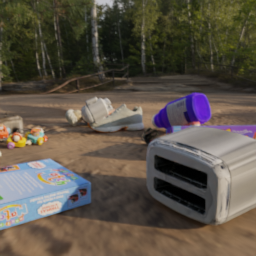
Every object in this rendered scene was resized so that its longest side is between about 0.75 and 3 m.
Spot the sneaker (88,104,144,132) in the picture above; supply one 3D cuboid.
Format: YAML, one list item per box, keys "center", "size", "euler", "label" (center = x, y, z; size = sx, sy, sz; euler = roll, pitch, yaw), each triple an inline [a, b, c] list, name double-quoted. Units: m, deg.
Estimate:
- center: [-0.469, -0.397, 10.764]
  size: [2.232, 1.027, 0.845]
  euler: [-4, 9, -22]
  label: "sneaker"

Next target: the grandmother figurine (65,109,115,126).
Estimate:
- center: [-1.343, -0.460, 12.074]
  size: [2.653, 0.803, 1.609]
  euler: [1, 0, -9]
  label: "grandmother figurine"

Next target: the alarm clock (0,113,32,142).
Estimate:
- center: [-4.209, -0.018, 9.256]
  size: [2.609, 0.868, 1.760]
  euler: [7, 11, 22]
  label: "alarm clock"

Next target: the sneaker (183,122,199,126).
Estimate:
- center: [1.762, 0.216, 8.912]
  size: [0.465, 0.547, 1.261]
  euler: [-2, -15, -39]
  label: "sneaker"

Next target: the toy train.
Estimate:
- center: [-3.221, 0.124, 8.361]
  size: [1.543, 0.429, 1.159]
  euler: [-4, 33, -33]
  label: "toy train"

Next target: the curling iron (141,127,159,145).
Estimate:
- center: [1.416, 0.192, 8.269]
  size: [2.059, 0.510, 0.263]
  euler: [-3, -3, 4]
  label: "curling iron"

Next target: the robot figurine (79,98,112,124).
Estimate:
- center: [-1.150, -0.593, 9.803]
  size: [1.177, 0.998, 0.665]
  euler: [-26, 34, -11]
  label: "robot figurine"

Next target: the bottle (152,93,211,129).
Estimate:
- center: [1.783, -0.456, 10.074]
  size: [0.830, 1.062, 2.543]
  euler: [-11, -4, -30]
  label: "bottle"

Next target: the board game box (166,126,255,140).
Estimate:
- center: [2.237, 0.243, 7.131]
  size: [2.412, 0.540, 1.622]
  euler: [-1, -2, 4]
  label: "board game box"

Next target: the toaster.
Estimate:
- center: [1.165, 0.665, 4.170]
  size: [1.264, 1.112, 1.957]
  euler: [-12, 19, -37]
  label: "toaster"

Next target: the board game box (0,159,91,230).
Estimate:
- center: [-1.909, 0.984, 4.242]
  size: [2.170, 0.397, 1.641]
  euler: [-8, 13, -36]
  label: "board game box"
